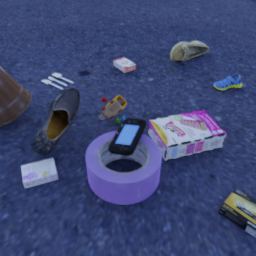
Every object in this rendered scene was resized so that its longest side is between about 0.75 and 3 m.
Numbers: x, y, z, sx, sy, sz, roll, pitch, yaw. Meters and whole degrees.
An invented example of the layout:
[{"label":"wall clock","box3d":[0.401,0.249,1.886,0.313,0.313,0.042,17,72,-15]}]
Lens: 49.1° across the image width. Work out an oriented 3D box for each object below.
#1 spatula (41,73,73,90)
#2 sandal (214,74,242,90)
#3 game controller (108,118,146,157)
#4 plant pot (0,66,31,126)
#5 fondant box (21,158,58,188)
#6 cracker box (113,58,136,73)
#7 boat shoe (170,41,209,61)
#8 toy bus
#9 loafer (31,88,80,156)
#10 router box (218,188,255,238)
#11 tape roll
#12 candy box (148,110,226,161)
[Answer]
[{"label":"spatula","box3d":[-3.360,-2.246,13.438,1.404,0.113,0.977,25,44,28]},{"label":"sandal","box3d":[4.611,-2.134,12.906,1.415,0.616,0.563,-13,42,-13]},{"label":"game controller","box3d":[-0.011,0.250,8.657,0.825,0.333,1.582,12,45,17]},{"label":"plant pot","box3d":[-5.059,-1.412,10.411,2.024,2.004,2.024,-15,44,16]},{"label":"fondant box","box3d":[-2.770,1.398,8.749,1.013,0.295,0.731,-14,41,-16]},{"label":"cracker box","box3d":[-0.195,-3.272,14.552,0.709,0.305,1.059,-25,46,-27]},{"label":"boat shoe","box3d":[3.328,-4.141,15.190,2.538,0.926,0.798,-20,38,-34]},{"label":"toy bus","box3d":[-0.566,-0.791,10.886,1.094,1.032,0.565,13,38,17]},{"label":"loafer","box3d":[-2.291,-0.372,9.750,1.037,1.030,2.849,32,54,-22]},{"label":"router box","box3d":[3.220,2.291,7.619,1.170,0.305,0.920,31,48,33]},{"label":"tape roll","box3d":[-0.131,1.131,8.537,2.257,0.959,2.257,0,39,0]},{"label":"candy box","box3d":[2.035,0.196,9.923,2.265,0.691,1.545,-12,40,-15]}]
